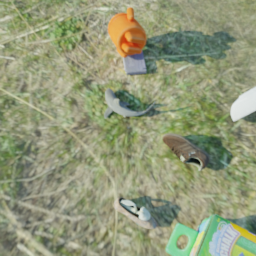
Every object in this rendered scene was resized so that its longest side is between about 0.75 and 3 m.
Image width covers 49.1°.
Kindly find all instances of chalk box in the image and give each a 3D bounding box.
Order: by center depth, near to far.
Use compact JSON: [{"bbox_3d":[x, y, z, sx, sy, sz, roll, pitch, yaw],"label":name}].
[{"bbox_3d":[2.516,3.646,7.584,2.925,1.811,1.820,25,64,13],"label":"chalk box"}]

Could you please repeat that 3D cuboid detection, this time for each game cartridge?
[{"bbox_3d":[0.248,-2.869,12.063,0.901,0.267,1.389,-8,60,1],"label":"game cartridge"}]

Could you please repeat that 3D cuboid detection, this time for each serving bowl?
[{"bbox_3d":[4.558,-1.048,9.907,2.162,2.162,0.711,-26,81,-13],"label":"serving bowl"}]

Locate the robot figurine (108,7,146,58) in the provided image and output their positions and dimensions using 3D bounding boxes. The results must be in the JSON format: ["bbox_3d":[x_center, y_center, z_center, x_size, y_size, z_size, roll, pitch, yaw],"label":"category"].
[{"bbox_3d":[-0.058,-3.855,11.417,1.313,1.620,2.252,-29,46,2],"label":"robot figurine"}]

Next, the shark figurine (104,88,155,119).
[{"bbox_3d":[-0.131,-0.840,10.609,2.095,0.874,1.251,22,63,14],"label":"shark figurine"}]

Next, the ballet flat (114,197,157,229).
[{"bbox_3d":[0.249,2.656,8.808,1.541,0.518,0.525,23,34,11],"label":"ballet flat"}]

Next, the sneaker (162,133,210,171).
[{"bbox_3d":[1.940,0.823,9.748,1.820,0.641,0.687,27,51,13],"label":"sneaker"}]
